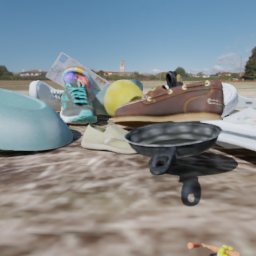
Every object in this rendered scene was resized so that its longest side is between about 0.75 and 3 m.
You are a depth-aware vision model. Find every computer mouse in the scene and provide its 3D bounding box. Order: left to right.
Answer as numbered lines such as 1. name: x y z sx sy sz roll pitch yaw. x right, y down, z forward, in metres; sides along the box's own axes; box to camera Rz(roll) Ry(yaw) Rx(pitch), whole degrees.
1. computer mouse: 1.027 -0.695 7.889 0.550 1.374 2.505 -7 -2 -5

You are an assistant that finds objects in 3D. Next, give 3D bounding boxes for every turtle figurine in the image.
1. turtle figurine: 0.608 0.826 1.281 0.676 0.270 0.839 9 2 9

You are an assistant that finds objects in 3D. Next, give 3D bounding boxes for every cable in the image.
1. cable: 2.608 -0.813 8.772 1.583 0.548 1.582 -40 28 -19

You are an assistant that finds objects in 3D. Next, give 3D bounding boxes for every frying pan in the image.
1. frying pan: 0.631 0.197 3.206 1.233 0.332 2.039 -8 12 -8

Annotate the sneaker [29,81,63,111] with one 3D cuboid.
1. sneaker: -2.683 -1.150 10.125 0.879 0.907 2.484 -3 -4 8

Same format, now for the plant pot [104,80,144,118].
1. plant pot: 0.023 -0.752 8.390 1.248 1.248 0.886 -5 20 -29

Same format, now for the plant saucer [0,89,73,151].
1. plant saucer: -2.424 -0.348 5.433 2.845 0.548 2.845 15 12 -3

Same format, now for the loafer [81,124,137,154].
1. loafer: -0.203 0.168 4.827 1.310 0.447 0.496 2 9 15

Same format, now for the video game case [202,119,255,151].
1. video game case: 2.817 0.068 4.128 2.688 0.308 2.446 -2 6 -13

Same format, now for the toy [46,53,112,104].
1. toy: -1.814 -1.618 10.850 2.538 0.599 1.461 28 -46 -25

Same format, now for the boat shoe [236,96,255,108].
1. boat shoe: 5.573 -1.225 13.399 1.661 0.587 0.529 11 12 18

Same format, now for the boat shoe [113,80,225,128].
1. boat shoe: 0.831 -0.487 6.348 2.737 0.963 0.964 -2 -9 36

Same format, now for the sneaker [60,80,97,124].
1. sneaker: -1.594 -0.820 8.432 1.039 1.221 2.677 -2 12 -22

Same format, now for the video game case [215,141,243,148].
1. video game case: 2.401 0.160 5.696 1.591 0.182 1.447 0 9 -8

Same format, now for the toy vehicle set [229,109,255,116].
1. toy vehicle set: 4.070 -0.399 9.041 1.142 0.244 1.837 1 9 7

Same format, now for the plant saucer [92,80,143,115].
1. plant saucer: -0.294 -0.918 9.709 1.948 0.375 1.948 -23 -22 -10

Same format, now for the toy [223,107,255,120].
1. toy: 3.005 -0.211 7.357 0.880 0.208 0.507 -20 38 -11
